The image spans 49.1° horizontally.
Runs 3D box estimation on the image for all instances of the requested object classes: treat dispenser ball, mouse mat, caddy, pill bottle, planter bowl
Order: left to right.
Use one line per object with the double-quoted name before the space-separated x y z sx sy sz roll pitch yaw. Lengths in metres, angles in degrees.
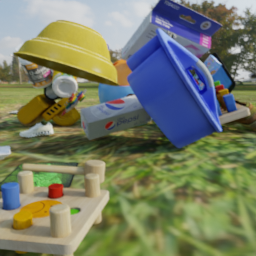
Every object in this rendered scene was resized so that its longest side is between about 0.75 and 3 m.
"pill bottle" -3.069 -2.070 9.249 0.824 1.416 0.824 -9 44 9
"mouse mat" -1.556 0.841 5.067 1.189 0.056 1.478 -1 10 -4
"pill bottle" -2.097 -1.675 9.271 0.772 0.772 1.390 -2 39 -12
"planter bowl" -1.142 -1.634 5.917 2.255 0.939 2.255 16 4 -1
"treat dispenser ball" 0.163 -1.361 10.738 2.608 2.608 2.608 0 9 0
"caddy" 1.250 -0.960 6.828 1.558 2.968 2.098 -30 31 19

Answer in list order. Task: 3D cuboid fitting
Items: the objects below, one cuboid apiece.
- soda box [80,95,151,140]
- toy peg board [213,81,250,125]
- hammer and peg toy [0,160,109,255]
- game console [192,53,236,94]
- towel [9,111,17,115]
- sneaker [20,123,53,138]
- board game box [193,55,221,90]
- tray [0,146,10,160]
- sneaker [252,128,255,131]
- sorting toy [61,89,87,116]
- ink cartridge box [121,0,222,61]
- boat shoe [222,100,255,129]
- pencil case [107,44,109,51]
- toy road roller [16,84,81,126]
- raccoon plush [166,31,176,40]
"soda box" -0.308 -0.354 7.985 2.013 0.687 0.639 -17 48 -21
"toy peg board" 2.317 -0.694 8.919 2.212 1.082 2.203 -19 7 10
"hammer and peg toy" -0.904 0.870 3.221 1.263 0.605 1.717 0 9 11
"game console" 2.931 -1.652 10.321 1.455 1.654 0.963 -26 -29 10
"towel" -5.525 -0.804 14.571 0.912 0.164 0.948 5 10 28
"sneaker" -2.816 0.067 8.590 0.986 0.400 0.370 -10 13 -20
"board game box" 2.456 -1.728 9.044 0.208 1.136 0.859 30 25 -15
"tray" -3.350 0.608 6.106 1.447 0.160 0.777 -4 11 -23
"sneaker" 5.401 -0.634 10.040 2.844 1.277 0.954 -9 13 -36
"sorting toy" -1.671 -0.856 8.531 1.386 0.234 0.668 -27 29 45
"ink cartridge box" 1.367 -2.737 9.055 2.378 0.525 2.422 12 -29 -27
"boat shoe" 3.856 -0.625 10.109 0.904 0.854 2.512 -46 11 -6
"pencil case" -0.780 -2.323 8.525 0.303 0.337 0.776 -25 2 -14
"toy road roller" -2.898 -0.619 10.824 2.303 1.681 1.415 -36 5 9
"raccoon plush" 0.979 -2.309 7.656 0.753 0.505 0.364 -19 -3 8
